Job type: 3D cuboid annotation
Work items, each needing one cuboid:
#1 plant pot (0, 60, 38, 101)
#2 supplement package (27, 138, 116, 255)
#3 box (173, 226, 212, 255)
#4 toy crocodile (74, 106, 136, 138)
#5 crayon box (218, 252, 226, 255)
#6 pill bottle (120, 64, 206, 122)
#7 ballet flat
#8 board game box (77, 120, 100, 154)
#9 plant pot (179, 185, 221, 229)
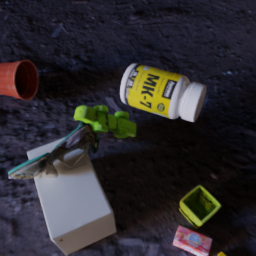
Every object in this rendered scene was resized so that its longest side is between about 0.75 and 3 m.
[{"bbox_3d":[-4.847,-1.989,11.511,1.598,1.643,1.643,6,53,15],"label":"plant pot"},{"bbox_3d":[-1.677,1.919,8.365,1.667,1.673,2.852,-20,55,-13],"label":"supplement package"},{"bbox_3d":[1.846,3.299,8.088,0.978,0.502,0.463,19,55,15],"label":"box"},{"bbox_3d":[-0.676,-0.162,9.808,0.812,2.630,0.888,-15,70,41],"label":"toy crocodile"},{"bbox_3d":[2.678,4.106,7.594,0.894,0.302,1.036,-38,62,-25],"label":"crayon box"},{"bbox_3d":[1.148,-1.140,9.220,2.534,1.448,1.448,19,55,21],"label":"pill bottle"},{"bbox_3d":[-1.948,0.856,7.592,2.479,0.892,0.892,-34,60,-18],"label":"ballet flat"},{"bbox_3d":[-1.356,0.215,9.679,0.205,0.983,1.454,-33,16,8],"label":"board game box"},{"bbox_3d":[2.130,2.453,8.524,0.896,0.817,0.901,-32,59,-22],"label":"plant pot"}]
